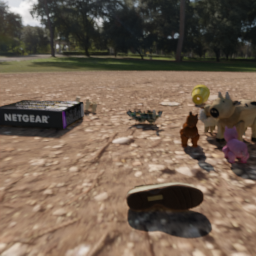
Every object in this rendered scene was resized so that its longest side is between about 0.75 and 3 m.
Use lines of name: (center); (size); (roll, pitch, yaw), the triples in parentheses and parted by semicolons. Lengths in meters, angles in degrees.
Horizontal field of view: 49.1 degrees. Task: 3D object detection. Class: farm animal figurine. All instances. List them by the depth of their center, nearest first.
farm animal figurine: (3.019, -0.234, 7.692); (2.998, 1.563, 2.965); (10, 17, 34)

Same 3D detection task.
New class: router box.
router box: (-3.345, -0.576, 10.761); (2.756, 0.704, 2.055); (3, 15, 11)

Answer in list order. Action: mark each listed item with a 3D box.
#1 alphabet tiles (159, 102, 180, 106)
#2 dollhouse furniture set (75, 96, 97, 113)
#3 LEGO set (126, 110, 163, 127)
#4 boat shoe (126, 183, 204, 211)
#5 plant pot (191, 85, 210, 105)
alphabet tiles: (2.170, -1.248, 14.697); (0.978, 0.073, 1.000); (-4, 15, -20)
dollhouse furniture set: (-2.001, -0.972, 12.998); (1.023, 0.666, 0.940); (19, 11, -13)
LEGO set: (0.626, -0.385, 10.733); (1.391, 0.607, 2.142); (3, 2, 3)
boat shoe: (0.605, 1.104, 4.739); (1.271, 0.469, 0.470); (0, 8, 1)
plant pot: (3.780, -1.676, 14.815); (0.963, 0.963, 0.906); (6, 31, 24)
